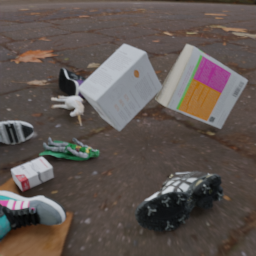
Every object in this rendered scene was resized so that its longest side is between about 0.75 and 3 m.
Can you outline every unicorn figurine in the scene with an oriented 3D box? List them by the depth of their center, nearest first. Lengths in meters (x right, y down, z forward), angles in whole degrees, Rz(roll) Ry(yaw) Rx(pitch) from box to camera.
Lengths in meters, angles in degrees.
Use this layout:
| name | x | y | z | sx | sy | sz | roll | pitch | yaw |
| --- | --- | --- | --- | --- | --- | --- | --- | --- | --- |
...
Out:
| name | x | y | z | sx | sy | sz | roll | pitch | yaw |
| --- | --- | --- | --- | --- | --- | --- | --- | --- | --- |
| unicorn figurine | -2.155 | -0.864 | 10.445 | 1.289 | 0.693 | 1.876 | 4 | 30 | 6 |

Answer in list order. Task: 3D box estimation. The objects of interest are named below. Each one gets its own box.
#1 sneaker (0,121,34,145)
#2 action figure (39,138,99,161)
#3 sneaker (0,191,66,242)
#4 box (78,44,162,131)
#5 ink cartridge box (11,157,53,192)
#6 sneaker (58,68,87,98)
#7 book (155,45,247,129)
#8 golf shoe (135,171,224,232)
| name | x | y | z | sx | sy | sz | roll | pitch | yaw |
| --- | --- | --- | --- | --- | --- | --- | --- | --- | --- |
| sneaker | -4.057 | 0.098 | 8.810 | 2.082 | 0.782 | 0.844 | -6 | 22 | -12 |
| action figure | -1.627 | 0.629 | 8.177 | 1.633 | 0.447 | 0.965 | 9 | 28 | 8 |
| sneaker | -2.290 | 1.862 | 5.609 | 1.872 | 0.783 | 1.130 | 2 | 24 | 20 |
| box | -0.138 | -0.866 | 6.054 | 1.432 | 1.090 | 0.761 | -46 | 47 | -9 |
| ink cartridge box | -2.464 | 1.183 | 7.239 | 0.864 | 0.358 | 0.634 | -23 | 37 | -34 |
| sneaker | -2.281 | -1.893 | 12.294 | 1.085 | 0.939 | 2.478 | -1 | 30 | -33 |
| book | 2.367 | -1.144 | 8.563 | 2.722 | 1.818 | 0.654 | 18 | 15 | -36 |
| golf shoe | 1.032 | 1.567 | 6.308 | 2.242 | 0.872 | 1.059 | -13 | 16 | -25 |
